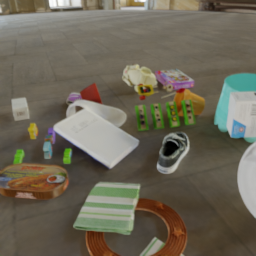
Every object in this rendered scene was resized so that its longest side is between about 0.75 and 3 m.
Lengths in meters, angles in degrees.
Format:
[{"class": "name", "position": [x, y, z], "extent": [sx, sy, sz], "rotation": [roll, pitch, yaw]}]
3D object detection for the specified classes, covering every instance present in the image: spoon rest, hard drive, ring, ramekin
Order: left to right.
[{"class": "spoon rest", "position": [-1.463, -0.629, 12.375], "extent": [2.914, 0.883, 1.448], "rotation": [13, 37, 23]}, {"class": "hard drive", "position": [-1.197, 0.310, 10.663], "extent": [2.723, 0.345, 1.797], "rotation": [31, 40, 21]}, {"class": "ring", "position": [0.196, 2.608, 7.217], "extent": [2.580, 0.248, 2.580], "rotation": [-2, 25, 1]}, {"class": "ramekin", "position": [4.345, 1.398, 7.375], "extent": [1.197, 2.570, 2.570], "rotation": [-2, 25, -38]}]

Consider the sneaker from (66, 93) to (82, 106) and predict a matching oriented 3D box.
[{"class": "sneaker", "position": [-2.335, -1.339, 14.042], "extent": [1.562, 0.566, 0.891], "rotation": [-1, 34, 16]}]

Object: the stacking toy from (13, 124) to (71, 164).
[{"class": "stacking toy", "position": [-2.995, 0.612, 10.644], "extent": [1.916, 0.597, 2.542], "rotation": [-3, 32, -1]}]

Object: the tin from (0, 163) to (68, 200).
[{"class": "tin", "position": [-3.022, 1.674, 8.887], "extent": [2.257, 0.472, 1.264], "rotation": [3, 34, 6]}]

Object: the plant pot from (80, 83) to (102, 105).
[{"class": "plant pot", "position": [-1.795, -1.478, 13.435], "extent": [0.856, 0.971, 0.972], "rotation": [-19, -3, -3]}]

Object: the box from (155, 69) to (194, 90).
[{"class": "box", "position": [2.717, -2.932, 16.804], "extent": [1.529, 0.437, 2.234], "rotation": [-9, 31, -15]}]

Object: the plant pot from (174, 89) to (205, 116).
[{"class": "plant pot", "position": [2.866, -1.114, 13.042], "extent": [1.153, 1.259, 1.259], "rotation": [10, 28, -13]}]

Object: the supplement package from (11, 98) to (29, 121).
[{"class": "supplement package", "position": [-5.029, -0.882, 13.057], "extent": [0.646, 0.648, 1.104], "rotation": [-11, 32, -18]}]

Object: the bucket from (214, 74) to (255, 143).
[{"class": "bucket", "position": [5.282, -0.952, 11.875], "extent": [3.040, 1.978, 3.040], "rotation": [1, 31, 0]}]

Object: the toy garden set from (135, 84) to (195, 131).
[{"class": "toy garden set", "position": [1.526, -1.044, 12.000], "extent": [2.456, 2.048, 0.490], "rotation": [-7, -14, -2]}]

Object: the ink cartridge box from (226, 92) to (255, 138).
[{"class": "ink cartridge box", "position": [3.586, -0.373, 7.625], "extent": [1.555, 1.128, 0.651], "rotation": [-1, 30, 6]}]

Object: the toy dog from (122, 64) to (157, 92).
[{"class": "toy dog", "position": [0.559, -3.036, 16.131], "extent": [1.927, 1.387, 1.987], "rotation": [-8, 28, -37]}]

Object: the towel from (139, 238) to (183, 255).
[{"class": "towel", "position": [0.997, 3.343, 6.207], "extent": [1.829, 0.214, 1.395], "rotation": [21, 35, 32]}]

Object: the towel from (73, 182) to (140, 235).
[{"class": "towel", "position": [-0.492, 2.187, 7.923], "extent": [1.511, 0.232, 1.981], "rotation": [2, 24, 10]}]

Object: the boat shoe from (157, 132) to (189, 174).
[{"class": "boat shoe", "position": [1.656, 0.644, 10.241], "extent": [0.895, 0.828, 2.424], "rotation": [16, 34, 25]}]
